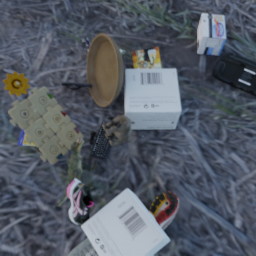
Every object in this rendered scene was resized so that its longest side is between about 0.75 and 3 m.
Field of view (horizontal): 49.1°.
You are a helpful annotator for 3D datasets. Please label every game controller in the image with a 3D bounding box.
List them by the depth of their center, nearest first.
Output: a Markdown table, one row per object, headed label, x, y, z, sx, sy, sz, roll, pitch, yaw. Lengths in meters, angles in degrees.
| label | x | y | z | sx | sy | sz | roll | pitch | yaw |
| --- | --- | --- | --- | --- | --- | --- | --- | --- | --- |
| game controller | 4.479 | -1.957 | 10.500 | 2.488 | 0.524 | 1.298 | 28 | 79 | 15 |

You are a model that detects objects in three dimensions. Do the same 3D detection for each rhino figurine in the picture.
| label | x | y | z | sx | sy | sz | roll | pitch | yaw |
| --- | --- | --- | --- | --- | --- | --- | --- | --- | --- |
| rhino figurine | -0.250 | 0.180 | 8.407 | 0.805 | 1.841 | 0.550 | -27 | 69 | -8 |

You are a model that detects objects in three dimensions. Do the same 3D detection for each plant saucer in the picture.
| label | x | y | z | sx | sy | sz | roll | pitch | yaw |
| --- | --- | --- | --- | --- | --- | --- | --- | --- | --- |
| plant saucer | -0.789 | -1.906 | 9.432 | 0.355 | 2.413 | 2.413 | -7 | 58 | -30 |

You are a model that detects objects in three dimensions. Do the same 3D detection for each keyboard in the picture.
| label | x | y | z | sx | sy | sz | roll | pitch | yaw |
| --- | --- | --- | --- | --- | --- | --- | --- | --- | --- |
| keyboard | -0.914 | 0.388 | 9.283 | 0.802 | 0.171 | 1.335 | 14 | 61 | 7 |

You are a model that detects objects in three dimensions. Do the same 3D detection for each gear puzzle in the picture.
| label | x | y | z | sx | sy | sz | roll | pitch | yaw |
| --- | --- | --- | --- | --- | --- | --- | --- | --- | --- |
| gear puzzle | -2.806 | -0.365 | 8.664 | 1.546 | 0.391 | 2.985 | -44 | 109 | -28 |

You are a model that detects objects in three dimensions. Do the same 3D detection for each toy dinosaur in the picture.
| label | x | y | z | sx | sy | sz | roll | pitch | yaw |
| --- | --- | --- | --- | --- | --- | --- | --- | --- | --- |
| toy dinosaur | -1.436 | 1.358 | 8.381 | 0.929 | 0.500 | 2.107 | 13 | 90 | -12 |

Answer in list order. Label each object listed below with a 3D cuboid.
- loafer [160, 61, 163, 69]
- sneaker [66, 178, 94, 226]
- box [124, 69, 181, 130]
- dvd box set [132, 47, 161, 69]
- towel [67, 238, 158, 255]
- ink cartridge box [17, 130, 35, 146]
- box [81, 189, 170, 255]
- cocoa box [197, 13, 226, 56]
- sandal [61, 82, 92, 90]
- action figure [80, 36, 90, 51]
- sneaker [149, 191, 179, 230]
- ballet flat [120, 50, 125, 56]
| label | x | y | z | sx | sy | sz | roll | pitch | yaw |
| --- | --- | --- | --- | --- | --- | --- | --- | --- | --- |
| loafer | 1.240 | -2.141 | 10.639 | 0.292 | 0.271 | 0.777 | -5 | 76 | 25 |
| sneaker | -1.062 | 1.851 | 6.602 | 0.568 | 1.315 | 0.528 | 13 | 37 | 29 |
| box | 0.762 | -0.968 | 9.471 | 1.770 | 1.163 | 1.779 | -1 | 61 | 0 |
| dvd box set | 0.716 | -2.284 | 10.488 | 1.034 | 0.208 | 1.414 | -7 | 75 | 7 |
| towel | -0.361 | 3.635 | 6.871 | 2.344 | 0.420 | 2.434 | -42 | 57 | -6 |
| ink cartridge box | -3.225 | 0.211 | 9.382 | 0.840 | 0.197 | 0.830 | 4 | 61 | 0 |
| box | -0.048 | 2.513 | 6.665 | 1.462 | 0.956 | 1.455 | -39 | 61 | -4 |
| cocoa box | 3.296 | -3.709 | 11.147 | 0.907 | 0.921 | 1.382 | 6 | 61 | 3 |
| sandal | -1.910 | -1.510 | 10.163 | 1.214 | 0.462 | 0.260 | 7 | 97 | 18 |
| action figure | -1.547 | -3.254 | 11.025 | 0.526 | 0.280 | 0.808 | -32 | 78 | -23 |
| sneaker | 0.728 | 2.668 | 7.691 | 1.987 | 0.816 | 0.773 | -45 | 58 | -3 |
| ballet flat | -0.444 | -2.966 | 11.122 | 0.783 | 0.249 | 0.264 | -25 | 64 | -14 |
